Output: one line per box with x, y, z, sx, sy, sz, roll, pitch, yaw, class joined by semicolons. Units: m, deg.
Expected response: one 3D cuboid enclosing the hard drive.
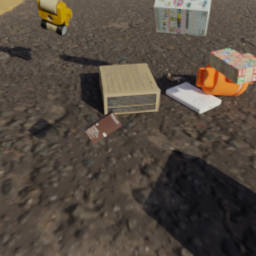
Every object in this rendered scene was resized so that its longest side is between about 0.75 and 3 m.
2.887;-1.376;12.560;1.357;0.274;2.057;-24;43;-29;hard drive

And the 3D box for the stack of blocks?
3.849;-2.250;9.956;1.084;0.551;1.882;-14;35;-9;stack of blocks

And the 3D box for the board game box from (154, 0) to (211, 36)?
1.875;-3.913;9.813;1.821;1.344;0.585;10;72;13;board game box

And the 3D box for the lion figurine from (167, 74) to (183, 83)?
2.370;-2.498;14.152;0.804;0.291;0.493;10;27;-10;lion figurine

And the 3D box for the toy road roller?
-2.983;-4.878;11.761;1.067;1.736;1.267;23;59;6;toy road roller

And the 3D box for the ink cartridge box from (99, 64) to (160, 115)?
-0.047;-1.791;12.448;2.329;1.062;2.828;-4;36;-7;ink cartridge box

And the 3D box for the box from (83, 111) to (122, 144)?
-0.618;-0.013;6.837;0.840;0.421;0.315;-34;15;-3;box

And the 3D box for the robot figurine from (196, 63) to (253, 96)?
4.242;-2.147;12.469;2.463;1.772;1.436;2;59;-21;robot figurine
